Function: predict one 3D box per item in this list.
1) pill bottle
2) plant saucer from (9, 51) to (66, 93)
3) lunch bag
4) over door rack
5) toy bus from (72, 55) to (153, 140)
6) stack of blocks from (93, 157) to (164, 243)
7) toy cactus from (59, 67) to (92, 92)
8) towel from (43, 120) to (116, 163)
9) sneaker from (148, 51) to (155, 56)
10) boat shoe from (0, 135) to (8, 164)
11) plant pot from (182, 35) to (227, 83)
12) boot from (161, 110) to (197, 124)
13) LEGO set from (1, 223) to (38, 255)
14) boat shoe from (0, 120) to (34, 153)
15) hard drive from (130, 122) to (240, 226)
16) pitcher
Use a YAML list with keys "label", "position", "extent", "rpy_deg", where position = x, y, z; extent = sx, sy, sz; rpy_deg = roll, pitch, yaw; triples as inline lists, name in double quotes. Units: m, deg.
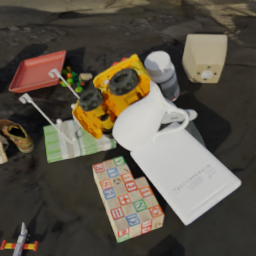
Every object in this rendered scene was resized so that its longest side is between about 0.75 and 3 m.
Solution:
- label: "pill bottle"
  position: [1.380, -2.034, 11.507]
  extent: [1.167, 2.050, 1.167]
  rpy_deg: [-10, 55, 15]
- label: "plant saucer"
  position: [-4.173, -2.614, 13.335]
  extent: [2.445, 0.450, 2.449]
  rpy_deg: [-11, 45, 8]
- label: "lunch bag"
  position: [1.599, 0.585, 9.799]
  extent: [1.740, 1.247, 2.121]
  rpy_deg: [-11, 43, -4]
- label: "over door rack"
  position: [-2.344, -0.867, 10.158]
  extent: [2.466, 0.822, 1.822]
  rpy_deg: [43, 52, -9]
- label: "toy bus"
  position: [-0.449, -1.341, 10.207]
  extent: [2.887, 1.959, 2.771]
  rpy_deg: [-26, 42, 13]
- label: "stack of blocks"
  position: [-0.077, 2.070, 8.714]
  extent: [1.408, 0.716, 2.446]
  rpy_deg: [-16, 46, -15]
- label: "toy cactus"
  position: [-2.456, -2.364, 13.210]
  extent: [1.528, 0.947, 1.852]
  rpy_deg: [-21, 39, -32]
- label: "towel"
  position: [-1.878, 0.367, 10.770]
  extent: [2.555, 0.392, 1.906]
  rpy_deg: [-13, 44, -10]
- label: "sneaker"
  position: [1.522, -3.555, 14.615]
  extent: [0.462, 0.499, 1.239]
  rpy_deg: [-34, 45, -11]
- label: "boat shoe"
  position: [-4.719, 0.655, 10.280]
  extent: [0.611, 0.652, 1.767]
  rpy_deg: [-6, 47, -21]
- label: "plant pot"
  position: [3.668, -3.161, 13.351]
  extent: [1.844, 1.846, 1.634]
  rpy_deg: [2, 55, 2]
- label: "boot"
  position: [1.546, -0.526, 9.158]
  extent: [1.281, 0.471, 0.612]
  rpy_deg: [-5, 45, -9]
- label: "LEGO set"
  position: [-3.009, 3.596, 7.372]
  extent: [2.085, 0.512, 1.558]
  rpy_deg: [34, 50, 29]
- label: "boat shoe"
  position: [-4.335, 0.110, 10.703]
  extent: [2.081, 0.707, 0.749]
  rpy_deg: [29, 52, 26]
- label: "hard drive"
  position: [1.537, 1.169, 8.210]
  extent: [1.843, 0.354, 2.793]
  rpy_deg: [-34, 48, -8]
- label: "pitcher"
  position: [0.670, -0.129, 8.590]
  extent: [1.736, 2.024, 1.227]
  rpy_deg: [41, 12, -5]
